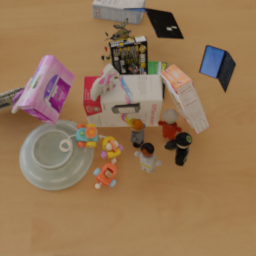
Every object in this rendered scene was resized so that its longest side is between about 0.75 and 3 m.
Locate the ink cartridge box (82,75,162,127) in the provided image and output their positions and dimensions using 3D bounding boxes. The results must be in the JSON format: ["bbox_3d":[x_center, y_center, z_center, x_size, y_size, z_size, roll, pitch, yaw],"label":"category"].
[{"bbox_3d":[-0.181,-0.920,10.172,2.689,1.984,1.151,0,64,1],"label":"ink cartridge box"}]

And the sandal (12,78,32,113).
[{"bbox_3d":[-3.295,-1.010,8.588,0.325,0.538,1.322,27,58,-13],"label":"sandal"}]

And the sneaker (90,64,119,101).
[{"bbox_3d":[-0.732,-1.389,8.987,0.598,0.551,1.356,32,81,1],"label":"sneaker"}]

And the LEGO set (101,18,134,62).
[{"bbox_3d":[-0.427,-4.013,13.298,1.670,0.729,2.571,31,74,22],"label":"LEGO set"}]

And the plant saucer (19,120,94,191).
[{"bbox_3d":[-2.497,0.804,9.565,2.589,0.650,2.589,-1,67,1],"label":"plant saucer"}]

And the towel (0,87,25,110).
[{"bbox_3d":[-4.065,-1.192,10.168,2.884,2.777,0.498,-20,96,-16],"label":"towel"}]

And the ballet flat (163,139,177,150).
[{"bbox_3d":[1.808,0.543,10.307,1.116,0.317,0.371,-23,88,-10],"label":"ballet flat"}]

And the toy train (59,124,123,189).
[{"bbox_3d":[-1.037,0.817,9.182,2.246,0.625,1.687,41,62,-3],"label":"toy train"}]

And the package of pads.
[{"bbox_3d":[-2.426,-1.155,8.620,0.713,1.135,1.883,-1,62,37],"label":"package of pads"}]

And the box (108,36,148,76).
[{"bbox_3d":[0.039,-2.309,9.750,1.280,1.603,0.395,-13,49,-4],"label":"box"}]

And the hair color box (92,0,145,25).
[{"bbox_3d":[-0.491,-6.255,14.641,2.530,0.767,1.253,12,56,8],"label":"hair color box"}]

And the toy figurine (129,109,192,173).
[{"bbox_3d":[1.030,0.391,9.293,1.856,1.311,1.885,-11,46,-6],"label":"toy figurine"}]

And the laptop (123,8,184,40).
[{"bbox_3d":[1.060,-4.302,11.574,1.807,1.053,2.039,-16,80,-44],"label":"laptop"}]

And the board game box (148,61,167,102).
[{"bbox_3d":[1.072,-2.062,12.078,1.134,0.254,2.165,6,56,7],"label":"board game box"}]

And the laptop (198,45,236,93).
[{"bbox_3d":[3.216,-2.163,10.231,0.709,1.217,1.373,0,44,-5],"label":"laptop"}]

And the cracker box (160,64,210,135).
[{"bbox_3d":[1.916,-0.947,9.441,0.600,2.081,1.394,-30,35,3],"label":"cracker box"}]
